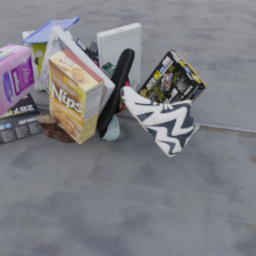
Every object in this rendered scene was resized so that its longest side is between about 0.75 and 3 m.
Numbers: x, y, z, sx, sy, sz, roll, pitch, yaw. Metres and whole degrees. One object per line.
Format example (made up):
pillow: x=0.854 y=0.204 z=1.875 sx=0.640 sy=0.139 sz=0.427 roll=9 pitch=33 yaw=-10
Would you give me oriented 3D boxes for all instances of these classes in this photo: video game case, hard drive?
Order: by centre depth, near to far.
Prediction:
video game case: x=-1.822 y=-1.437 z=9.106 sx=2.706 sy=2.460 sz=0.316 roll=47 pitch=48 yaw=11
hard drive: x=-0.299 y=-2.642 z=11.085 sx=1.723 sy=2.612 sz=0.349 roll=-22 pitch=50 yaw=-20

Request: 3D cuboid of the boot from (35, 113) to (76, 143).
boot: x=-2.276 y=0.001 z=9.170 sx=1.288 sy=1.382 sz=0.444 roll=6 pitch=63 yaw=-2

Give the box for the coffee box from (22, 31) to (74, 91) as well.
coffee box: x=-3.483 y=-3.192 z=12.768 sx=2.047 sy=2.067 sz=2.070 roll=-13 pitch=35 yaw=-15

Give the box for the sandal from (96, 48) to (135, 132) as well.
sandal: x=-0.286 y=-1.196 z=9.337 sx=0.662 sy=2.937 sz=1.103 roll=24 pitch=-4 yaw=-32

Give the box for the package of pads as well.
package of pads: x=-3.938 y=-1.459 z=8.723 sx=0.989 sy=1.575 sz=2.614 roll=9 pitch=33 yaw=7

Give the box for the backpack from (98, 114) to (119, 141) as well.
backpack: x=-0.687 y=-0.045 z=9.785 sx=0.649 sy=0.855 sz=1.025 roll=11 pitch=44 yaw=-23

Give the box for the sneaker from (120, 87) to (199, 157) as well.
sneaker: x=1.039 y=-0.543 z=8.185 sx=1.606 sy=0.985 sz=2.468 roll=-40 pitch=80 yaw=0

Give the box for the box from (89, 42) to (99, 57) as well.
box: x=-1.184 y=-3.298 z=12.152 sx=0.780 sy=0.458 sz=0.767 roll=25 pitch=7 yaw=12

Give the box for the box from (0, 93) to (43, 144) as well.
box: x=-4.613 y=-0.275 z=10.260 sx=2.614 sy=0.642 sz=2.107 roll=-18 pitch=43 yaw=-22

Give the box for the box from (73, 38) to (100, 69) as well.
box: x=-2.018 y=-2.377 z=10.972 sx=1.220 sy=1.405 sz=2.127 roll=-38 pitch=29 yaw=18

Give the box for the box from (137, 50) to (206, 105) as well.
box: x=1.392 y=-1.266 z=9.782 sx=0.549 sy=2.223 sz=1.775 roll=-3 pitch=52 yaw=-42

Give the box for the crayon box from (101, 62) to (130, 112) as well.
crayon box: x=-0.389 y=-1.554 z=10.757 sx=0.456 sy=1.767 sz=1.111 roll=-39 pitch=60 yaw=-17

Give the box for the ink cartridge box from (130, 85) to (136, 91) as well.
ink cartridge box: x=-0.316 y=-2.020 z=12.682 sx=1.313 sy=0.442 sz=0.769 roll=6 pitch=39 yaw=7

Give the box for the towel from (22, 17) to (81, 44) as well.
towel: x=-2.984 y=-3.704 z=10.675 sx=2.225 sy=0.265 sz=1.611 roll=15 pitch=53 yaw=44

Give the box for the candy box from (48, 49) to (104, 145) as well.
candy box: x=-1.590 y=-0.806 z=8.218 sx=1.482 sy=2.568 sz=0.710 roll=41 pitch=57 yaw=15
